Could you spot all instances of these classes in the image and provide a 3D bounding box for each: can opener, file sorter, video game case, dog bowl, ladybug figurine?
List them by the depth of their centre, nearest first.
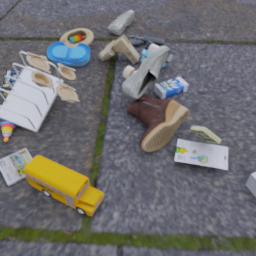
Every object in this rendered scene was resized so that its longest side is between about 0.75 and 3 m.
[{"bbox_3d":[-3.965,1.376,10.050,1.119,0.141,1.230,-27,50,-24],"label":"video game case"},{"bbox_3d":[-3.967,-1.455,11.047,1.749,1.570,2.521,22,70,1],"label":"file sorter"},{"bbox_3d":[-3.092,-3.841,14.767,2.273,0.563,1.267,5,64,4],"label":"dog bowl"},{"bbox_3d":[-2.883,-4.838,15.706,1.969,0.708,1.336,-18,69,-7],"label":"ladybug figurine"},{"bbox_3d":[1.032,-4.885,16.172,2.089,0.557,0.698,14,79,13],"label":"can opener"}]

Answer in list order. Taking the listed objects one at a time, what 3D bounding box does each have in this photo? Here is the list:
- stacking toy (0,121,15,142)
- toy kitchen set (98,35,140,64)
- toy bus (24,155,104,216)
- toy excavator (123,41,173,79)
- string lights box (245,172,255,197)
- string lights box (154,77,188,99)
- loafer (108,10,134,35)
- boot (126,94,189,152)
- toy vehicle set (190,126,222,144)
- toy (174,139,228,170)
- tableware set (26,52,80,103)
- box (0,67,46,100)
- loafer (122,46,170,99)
[{"bbox_3d":[-4.794,0.202,11.074,0.494,0.467,0.850,-9,56,-2],"label":"stacking toy"},{"bbox_3d":[-0.556,-3.652,14.758,1.655,1.493,1.350,-26,30,32],"label":"toy kitchen set"},{"bbox_3d":[-2.040,1.828,8.982,2.531,0.991,0.824,21,48,19],"label":"toy bus"},{"bbox_3d":[0.947,-3.155,13.976,1.117,2.237,2.175,36,12,32],"label":"toy excavator"},{"bbox_3d":[5.285,1.772,9.251,2.337,0.689,1.201,-16,47,-16],"label":"string lights box"},{"bbox_3d":[2.000,-1.867,13.087,1.419,0.418,0.729,-20,48,-19],"label":"string lights box"},{"bbox_3d":[-0.405,-6.742,17.643,0.902,0.904,2.585,23,49,11],"label":"loafer"},{"bbox_3d":[0.793,-0.293,11.366,2.366,1.029,2.844,23,49,37],"label":"boot"},{"bbox_3d":[2.774,0.238,10.098,0.771,1.241,0.164,37,88,-6],"label":"toy vehicle set"},{"bbox_3d":[2.637,1.038,10.182,1.827,0.431,1.052,11,49,9],"label":"toy"},{"bbox_3d":[-2.583,-1.775,9.712,1.851,0.257,2.216,19,36,-36],"label":"tableware set"},{"bbox_3d":[-4.773,-2.172,12.984,1.846,0.534,2.323,-11,33,-11],"label":"box"},{"bbox_3d":[0.948,-2.350,12.073,0.985,0.987,2.823,36,82,31],"label":"loafer"}]
